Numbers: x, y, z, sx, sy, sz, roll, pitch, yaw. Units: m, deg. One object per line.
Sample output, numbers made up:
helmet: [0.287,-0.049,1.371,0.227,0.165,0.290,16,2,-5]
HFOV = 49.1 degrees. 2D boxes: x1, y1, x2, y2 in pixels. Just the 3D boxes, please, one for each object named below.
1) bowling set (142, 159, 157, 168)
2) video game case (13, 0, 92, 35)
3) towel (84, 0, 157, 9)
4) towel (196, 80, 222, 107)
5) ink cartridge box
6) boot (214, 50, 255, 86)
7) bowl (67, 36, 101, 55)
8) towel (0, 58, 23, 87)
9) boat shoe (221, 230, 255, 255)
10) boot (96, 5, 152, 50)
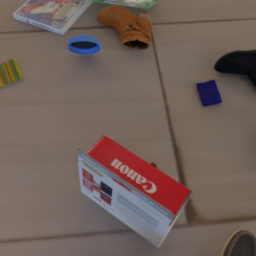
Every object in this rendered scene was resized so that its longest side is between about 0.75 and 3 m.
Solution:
bowling set: [0.466,1.143,7.852,1.174,0.630,0.817,35,65,19]
video game case: [-3.132,-5.198,11.988,2.416,0.305,2.651,21,61,13]
towel: [-0.275,-5.423,11.651,2.743,0.321,2.092,11,33,10]
towel: [2.738,-1.166,9.507,0.675,0.226,0.914,-12,64,3]
ink cartridge box: [0.088,1.401,6.701,2.529,2.220,1.060,31,57,17]
boot: [4.244,-1.868,9.619,2.059,0.786,1.730,-13,55,-15]
bowl: [-1.586,-2.980,10.093,1.204,1.204,0.236,-2,82,-1]
towel: [-5.015,-1.672,9.850,2.422,0.219,1.042,-25,61,-15]
boat shoe: [2.507,3.431,6.347,0.884,0.763,2.434,25,61,15]
boot: [-0.183,-3.806,10.924,2.251,0.863,1.748,5,62,-5]
